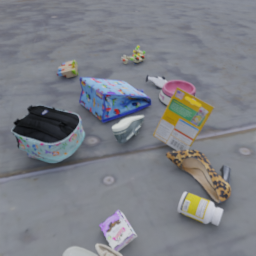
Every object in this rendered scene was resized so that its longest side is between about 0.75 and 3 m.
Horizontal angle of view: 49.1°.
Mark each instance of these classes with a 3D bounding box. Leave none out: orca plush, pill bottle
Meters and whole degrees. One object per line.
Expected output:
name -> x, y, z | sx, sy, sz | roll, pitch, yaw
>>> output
orca plush -> 1.599, -2.367, 14.958 | 1.372, 0.488, 0.722 | 12, 82, 22
pill bottle -> 2.090, 2.368, 8.115 | 1.173, 0.653, 0.653 | 19, 40, 24

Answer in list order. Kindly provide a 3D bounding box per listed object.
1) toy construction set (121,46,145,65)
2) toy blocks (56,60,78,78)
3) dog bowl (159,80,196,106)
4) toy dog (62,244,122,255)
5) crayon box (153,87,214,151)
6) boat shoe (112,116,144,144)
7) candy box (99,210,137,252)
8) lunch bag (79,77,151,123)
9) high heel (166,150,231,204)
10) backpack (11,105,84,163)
toy construction set -> 0.405, -4.451, 17.394 | 1.654, 0.762, 1.085 | -35, 72, -29
toy blocks -> -3.483, -3.308, 15.957 | 1.082, 0.791, 1.583 | -13, 39, 2
dog bowl -> 2.444, -1.689, 13.628 | 1.845, 0.680, 1.845 | 1, 37, -1
toy dog -> -0.086, 3.669, 5.748 | 2.944, 1.942, 1.418 | 16, 77, 28
crayon box -> 1.997, -0.284, 10.090 | 1.433, 2.279, 0.588 | 32, 38, 12
boat shoe -> 0.065, 0.013, 11.342 | 0.833, 0.707, 2.288 | -9, 11, 26
candy box -> -0.283, 2.794, 7.597 | 0.706, 0.301, 0.841 | -37, 44, -6
lunch bag -> -0.482, -1.564, 13.149 | 2.945, 1.385, 2.217 | -14, 35, -33
high heel -> 2.205, 1.521, 9.110 | 2.301, 0.822, 1.640 | 17, 36, 12
backpack -> -2.738, 0.247, 10.129 | 2.211, 1.665, 1.963 | 9, 42, 22
